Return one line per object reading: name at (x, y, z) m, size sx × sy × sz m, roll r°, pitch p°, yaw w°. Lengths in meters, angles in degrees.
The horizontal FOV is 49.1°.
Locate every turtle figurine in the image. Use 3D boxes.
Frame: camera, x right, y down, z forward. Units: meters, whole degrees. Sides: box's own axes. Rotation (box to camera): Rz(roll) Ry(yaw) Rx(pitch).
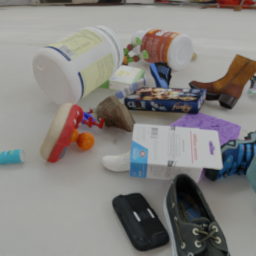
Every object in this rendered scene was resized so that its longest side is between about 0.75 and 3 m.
turtle figurine at (-0.258, -2.982, 12.052) m, size 1.933 × 1.435 × 1.993 m, roll -25°, pitch -22°, yaw 24°

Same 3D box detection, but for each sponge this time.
sponge at (1.677, 0.359, 7.290) m, size 1.558 × 0.416 × 2.792 m, roll 22°, pitch 35°, yaw 33°

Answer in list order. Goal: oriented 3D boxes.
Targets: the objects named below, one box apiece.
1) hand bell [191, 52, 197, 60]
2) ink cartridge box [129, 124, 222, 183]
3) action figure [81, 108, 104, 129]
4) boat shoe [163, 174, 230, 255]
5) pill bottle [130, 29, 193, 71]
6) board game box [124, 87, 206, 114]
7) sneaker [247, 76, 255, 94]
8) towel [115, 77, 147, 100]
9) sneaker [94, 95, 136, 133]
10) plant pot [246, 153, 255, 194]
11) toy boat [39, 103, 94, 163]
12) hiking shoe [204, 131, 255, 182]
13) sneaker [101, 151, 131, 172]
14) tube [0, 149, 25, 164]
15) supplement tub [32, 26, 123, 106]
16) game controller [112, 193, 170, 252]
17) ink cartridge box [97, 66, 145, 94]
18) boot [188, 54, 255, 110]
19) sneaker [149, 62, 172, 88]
hand bell at (3.144, -3.560, 14.501) m, size 0.825 × 0.430 × 0.430 m, roll -34°, pitch 42°, yaw -28°
ink cartridge box at (0.950, 0.532, 5.822) m, size 1.768 × 0.590 × 1.024 m, roll 5°, pitch 49°, yaw 4°
action figure at (-1.364, -0.396, 8.395) m, size 0.603 × 0.477 × 1.844 m, roll 1°, pitch 12°, yaw -36°
boat shoe at (1.094, 1.718, 4.459) m, size 0.867 × 0.715 × 2.525 m, roll 0°, pitch 28°, yaw -10°
pill bottle at (1.530, -3.905, 13.652) m, size 1.664 × 1.664 × 2.967 m, roll -23°, pitch 36°, yaw -35°
board game box at (1.241, -0.944, 9.205) m, size 2.348 × 0.406 × 1.591 m, roll 5°, pitch 23°, yaw 22°
sneaker at (4.644, -1.676, 10.441) m, size 0.375 × 0.676 × 0.966 m, roll -5°, pitch 21°, yaw 44°
towel at (0.112, -1.268, 9.122) m, size 1.123 × 0.134 × 0.825 m, roll -28°, pitch -6°, yaw 1°
sneaker at (-0.406, -0.269, 8.153) m, size 0.878 × 0.819 × 2.325 m, roll -33°, pitch 24°, yaw -2°
plant pot at (3.130, 0.819, 5.165) m, size 1.451 × 1.455 × 1.482 m, roll -26°, pitch 45°, yaw -37°
toy boat at (-1.416, 0.186, 7.139) m, size 1.187 × 1.185 × 1.815 m, roll 26°, pitch 27°, yaw -14°
hiking shoe at (2.650, 0.711, 6.296) m, size 2.085 × 0.776 × 0.904 m, roll -23°, pitch 46°, yaw -25°
sneaker at (0.026, 0.738, 6.471) m, size 1.330 × 0.533 × 0.468 m, roll 6°, pitch 28°, yaw 13°
tube at (-3.190, 0.740, 6.760) m, size 1.298 × 0.327 × 0.503 m, roll -6°, pitch 16°, yaw -2°
supplement tub at (-1.672, -2.279, 9.885) m, size 2.058 × 2.058 × 2.838 m, roll 19°, pitch 45°, yaw 31°
game controller at (0.205, 1.669, 5.155) m, size 0.694 × 0.280 × 1.329 m, roll 2°, pitch 26°, yaw -27°
ink cartridge box at (-0.521, -2.035, 11.306) m, size 2.078 × 0.498 × 1.512 m, roll 13°, pitch 37°, yaw 13°
boot at (3.317, -1.823, 9.740) m, size 1.851 × 0.673 × 1.966 m, roll 29°, pitch 82°, yaw 37°
sneaker at (1.384, -1.990, 10.808) m, size 0.774 × 0.697 × 1.986 m, roll -12°, pitch 44°, yaw -2°
